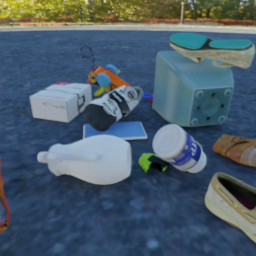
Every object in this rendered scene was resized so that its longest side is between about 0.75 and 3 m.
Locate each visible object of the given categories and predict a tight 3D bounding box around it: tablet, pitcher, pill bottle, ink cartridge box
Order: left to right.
[{"bbox_3d":[-2.482,-1.031,10.642,1.488,0.854,2.048,8,27,15],"label":"ink cartridge box"},{"bbox_3d":[-0.926,0.709,6.308,1.866,1.131,1.600,-1,-7,8],"label":"pitcher"},{"bbox_3d":[-0.455,0.123,9.045,1.963,0.134,1.278,-3,24,-7],"label":"tablet"},{"bbox_3d":[1.277,0.557,6.644,1.360,0.814,0.814,35,-2,-41],"label":"pill bottle"}]

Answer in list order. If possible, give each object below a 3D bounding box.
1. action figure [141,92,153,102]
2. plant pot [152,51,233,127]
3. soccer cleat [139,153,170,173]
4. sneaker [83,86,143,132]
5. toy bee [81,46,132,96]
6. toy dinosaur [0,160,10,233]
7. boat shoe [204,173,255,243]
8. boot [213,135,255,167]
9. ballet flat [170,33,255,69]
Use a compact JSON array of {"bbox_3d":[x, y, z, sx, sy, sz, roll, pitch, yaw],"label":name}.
[{"bbox_3d":[0.953,-1.304,11.892,1.371,0.354,0.448,7,31,3],"label":"action figure"},{"bbox_3d":[2.325,-1.223,9.606,2.276,2.270,2.318,-6,32,-12],"label":"plant pot"},{"bbox_3d":[0.929,0.845,7.220,1.363,0.460,0.552,-9,48,-23],"label":"soccer cleat"},{"bbox_3d":[-0.385,-0.841,9.263,1.075,1.285,2.903,49,31,0],"label":"sneaker"},{"bbox_3d":[-1.060,-2.185,12.131,1.720,2.627,1.428,-29,-2,-35],"label":"toy bee"},{"bbox_3d":[-2.346,0.877,4.737,1.897,1.721,0.996,-43,29,-12],"label":"toy dinosaur"},{"bbox_3d":[2.493,1.574,5.111,2.381,0.790,0.881,22,33,39],"label":"boat shoe"},{"bbox_3d":[3.325,0.493,7.806,1.735,0.665,1.347,-29,33,-35],"label":"boot"},{"bbox_3d":[2.465,-2.336,8.715,2.759,0.860,0.930,22,53,36],"label":"ballet flat"}]
